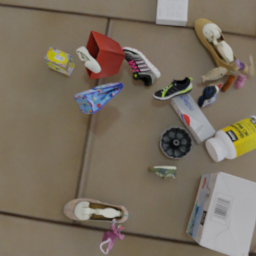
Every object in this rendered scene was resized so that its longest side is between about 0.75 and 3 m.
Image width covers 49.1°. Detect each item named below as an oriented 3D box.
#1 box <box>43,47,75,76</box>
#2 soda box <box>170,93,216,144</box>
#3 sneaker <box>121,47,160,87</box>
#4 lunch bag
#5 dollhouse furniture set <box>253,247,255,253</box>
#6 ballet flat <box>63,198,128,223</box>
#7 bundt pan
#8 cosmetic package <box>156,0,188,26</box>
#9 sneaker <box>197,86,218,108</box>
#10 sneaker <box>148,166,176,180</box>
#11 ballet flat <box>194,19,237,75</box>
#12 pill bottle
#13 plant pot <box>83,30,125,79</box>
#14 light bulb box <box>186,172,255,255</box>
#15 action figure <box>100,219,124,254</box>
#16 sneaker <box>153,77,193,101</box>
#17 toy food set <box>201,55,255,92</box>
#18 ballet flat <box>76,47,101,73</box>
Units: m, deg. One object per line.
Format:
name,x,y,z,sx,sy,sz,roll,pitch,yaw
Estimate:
box,-2.702,-2.618,11.108,0.940,0.905,0.573,24,79,4
soda box,2.458,-0.415,10.770,0.684,0.636,2.005,-30,79,-5
sneaker,0.377,-2.295,10.827,1.930,0.712,0.844,36,72,-25
lunch bag,-0.843,-1.042,8.836,1.408,1.060,0.662,-32,108,-23
dollhouse furniture set,5.056,4.555,9.586,0.627,0.998,1.128,-40,80,-7
ballet flat,-1.176,2.961,10.012,2.393,0.805,0.814,2,77,1
bundt pan,1.801,0.592,10.674,1.253,0.470,1.253,0,79,1
cosmetic package,1.866,-5.208,11.885,1.257,0.431,1.667,6,79,-1
sneaker,3.104,-1.228,10.645,0.506,1.312,0.497,-10,72,-14
sneaker,1.287,1.696,10.495,1.068,0.358,0.480,0,74,-3
ballet flat,3.628,-3.467,11.306,0.945,0.867,2.752,-28,79,-6
pill bottle,3.987,0.447,10.354,2.036,1.145,1.145,-24,79,-5
plant pot,-0.863,-2.628,10.355,1.136,1.288,1.289,1,47,-28
light bulb box,3.081,2.771,9.281,1.437,2.303,2.283,18,79,5
action figure,-0.543,3.625,9.497,0.679,0.754,1.013,45,117,13
sneaker,1.640,-1.530,10.456,1.552,0.643,0.557,-17,39,3
toy food set,3.962,-1.918,10.899,2.057,1.307,0.324,-26,41,8
ballet flat,-1.410,-2.290,9.599,0.419,0.419,1.168,-35,73,-7
